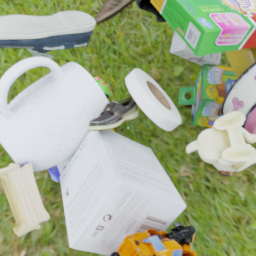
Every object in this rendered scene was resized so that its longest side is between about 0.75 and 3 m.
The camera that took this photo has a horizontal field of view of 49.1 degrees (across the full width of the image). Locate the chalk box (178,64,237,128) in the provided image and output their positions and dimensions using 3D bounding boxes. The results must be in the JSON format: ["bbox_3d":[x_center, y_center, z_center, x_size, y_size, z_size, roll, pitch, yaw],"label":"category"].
[{"bbox_3d":[2.958,-0.997,9.297,2.479,1.536,1.547,8,58,4],"label":"chalk box"}]

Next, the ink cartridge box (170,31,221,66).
[{"bbox_3d":[2.262,-2.766,8.998,1.625,0.688,1.174,12,88,-33],"label":"ink cartridge box"}]

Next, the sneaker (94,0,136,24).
[{"bbox_3d":[-0.386,-3.431,7.650,1.456,0.513,0.550,-28,98,18],"label":"sneaker"}]

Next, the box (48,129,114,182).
[{"bbox_3d":[-1.436,0.870,9.201,2.447,0.507,1.457,-24,69,-7],"label":"box"}]

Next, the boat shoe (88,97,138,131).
[{"bbox_3d":[-0.343,-0.343,6.429,0.613,1.674,0.543,2,106,31],"label":"boat shoe"}]

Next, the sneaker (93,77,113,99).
[{"bbox_3d":[-0.794,-0.953,7.517,0.562,1.341,0.515,-32,78,5],"label":"sneaker"}]

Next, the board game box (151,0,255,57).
[{"bbox_3d":[2.331,-2.766,6.590,2.936,0.592,2.246,-14,55,-20],"label":"board game box"}]

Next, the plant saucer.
[{"bbox_3d":[3.465,-1.984,7.649,0.487,2.011,2.010,-3,47,44],"label":"plant saucer"}]

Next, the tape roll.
[{"bbox_3d":[0.655,-0.713,7.027,0.331,1.810,1.810,-40,69,22],"label":"tape roll"}]

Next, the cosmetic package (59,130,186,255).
[{"bbox_3d":[-0.265,1.425,6.371,1.815,1.804,2.169,-55,31,15],"label":"cosmetic package"}]

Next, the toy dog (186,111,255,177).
[{"bbox_3d":[2.153,0.570,6.173,1.475,1.521,1.062,-25,59,17],"label":"toy dog"}]

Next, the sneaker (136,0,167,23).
[{"bbox_3d":[0.576,-4.404,8.720,1.232,1.066,2.815,-37,70,-14],"label":"sneaker"}]

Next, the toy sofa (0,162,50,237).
[{"bbox_3d":[-2.427,1.569,6.375,0.752,0.639,1.542,-21,96,-34],"label":"toy sofa"}]

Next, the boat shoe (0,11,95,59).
[{"bbox_3d":[-2.093,-2.234,6.836,2.814,0.870,1.053,-27,62,-37],"label":"boat shoe"}]

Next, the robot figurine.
[{"bbox_3d":[0.447,2.667,5.521,1.876,2.588,0.753,-48,51,16],"label":"robot figurine"}]

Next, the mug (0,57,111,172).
[{"bbox_3d":[-2.048,-0.388,6.986,2.553,2.912,2.149,-37,51,-20],"label":"mug"}]

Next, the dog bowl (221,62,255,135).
[{"bbox_3d":[3.809,-0.706,6.859,2.789,2.789,1.028,-19,55,-8],"label":"dog bowl"}]
